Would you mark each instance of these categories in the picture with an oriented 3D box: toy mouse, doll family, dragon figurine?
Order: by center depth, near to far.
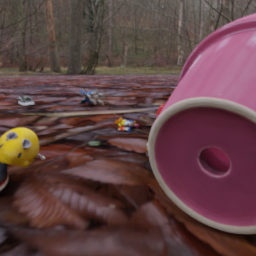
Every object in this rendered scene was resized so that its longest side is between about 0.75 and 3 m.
[{"bbox_3d":[-2.338,-0.176,4.057,2.238,0.487,2.518,32,-2,-3],"label":"toy mouse"},{"bbox_3d":[-0.072,-0.144,8.016,0.515,0.374,0.830,7,14,27],"label":"doll family"},{"bbox_3d":[-1.781,-1.350,12.369,1.137,0.673,2.286,6,5,23],"label":"dragon figurine"}]

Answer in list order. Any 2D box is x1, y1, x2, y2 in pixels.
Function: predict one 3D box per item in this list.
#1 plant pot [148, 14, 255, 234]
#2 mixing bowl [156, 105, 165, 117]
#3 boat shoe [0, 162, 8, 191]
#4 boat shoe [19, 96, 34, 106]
[{"bbox_3d":[1.451,-0.022,3.486,2.418,2.418,2.164,10,31,36],"label":"plant pot"},{"bbox_3d":[1.378,-0.623,10.086,0.751,0.407,0.751,1,12,0],"label":"mixing bowl"},{"bbox_3d":[-2.184,0.672,3.542,0.808,0.710,2.271,-9,13,0],"label":"boat shoe"},{"bbox_3d":[-4.728,-1.264,12.913,1.234,0.393,0.436,12,18,43],"label":"boat shoe"}]
